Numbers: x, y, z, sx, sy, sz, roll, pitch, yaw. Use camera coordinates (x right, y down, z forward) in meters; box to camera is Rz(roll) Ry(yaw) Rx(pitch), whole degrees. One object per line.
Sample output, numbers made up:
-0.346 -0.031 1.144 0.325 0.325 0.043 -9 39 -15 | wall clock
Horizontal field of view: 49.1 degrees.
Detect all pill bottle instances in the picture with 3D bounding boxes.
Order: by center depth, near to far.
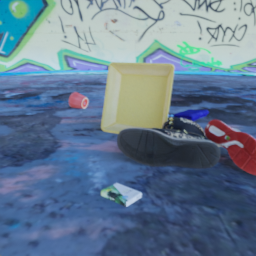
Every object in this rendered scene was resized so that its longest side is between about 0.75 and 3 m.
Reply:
3.060 0.414 9.857 0.453 0.453 0.801 -13 20 -40 | pill bottle

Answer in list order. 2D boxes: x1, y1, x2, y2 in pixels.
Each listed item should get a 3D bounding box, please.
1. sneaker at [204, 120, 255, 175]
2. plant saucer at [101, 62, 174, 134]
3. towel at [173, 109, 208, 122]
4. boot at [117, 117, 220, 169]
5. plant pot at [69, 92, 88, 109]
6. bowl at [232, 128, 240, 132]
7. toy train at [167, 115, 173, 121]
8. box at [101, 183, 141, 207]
3.535 0.577 8.436 1.369 0.929 2.371 15 26 -38 | sneaker
0.424 -1.094 11.213 2.892 2.893 0.701 9 2 28 | plant saucer
3.071 -0.598 13.776 1.168 0.392 1.581 5 15 43 | towel
1.237 0.333 8.935 2.973 1.088 2.238 5 17 5 | boot
-2.838 -1.529 16.256 0.831 0.939 0.939 19 22 22 | plant pot
3.671 0.288 10.400 0.911 0.410 0.911 0 16 0 | bowl
1.739 -0.343 12.565 0.820 0.469 0.356 -1 52 -29 | toy train
-0.162 1.524 6.434 0.777 0.141 0.561 11 19 38 | box
